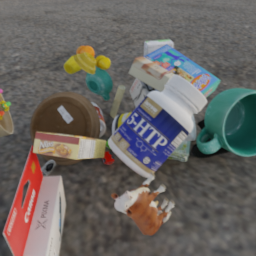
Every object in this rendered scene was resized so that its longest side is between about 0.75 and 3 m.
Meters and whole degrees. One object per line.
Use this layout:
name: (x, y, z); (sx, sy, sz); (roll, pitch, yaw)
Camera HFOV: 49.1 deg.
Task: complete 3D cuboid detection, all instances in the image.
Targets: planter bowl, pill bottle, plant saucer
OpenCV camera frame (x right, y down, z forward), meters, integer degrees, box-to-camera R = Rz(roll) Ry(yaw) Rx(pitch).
planter bowl: (-1.386, -2.290, 9.559); (0.920, 0.383, 0.920); (38, 24, -20)
pill bottle: (0.826, 0.065, 8.896); (2.445, 1.369, 1.369); (-10, 30, 23)
pill bottle: (0.786, -0.082, 7.238); (2.463, 1.474, 1.474); (-50, 44, 4)
planter bowl: (-4.452, -0.550, 7.823); (1.499, 2.227, 2.227); (-24, 39, -9)
pill bottle: (-1.368, -0.342, 10.612); (0.859, 0.859, 1.531); (-7, 35, -10)
plant saucer: (-2.073, -0.002, 8.910); (2.392, 2.392, 0.352); (7, -4, 10)

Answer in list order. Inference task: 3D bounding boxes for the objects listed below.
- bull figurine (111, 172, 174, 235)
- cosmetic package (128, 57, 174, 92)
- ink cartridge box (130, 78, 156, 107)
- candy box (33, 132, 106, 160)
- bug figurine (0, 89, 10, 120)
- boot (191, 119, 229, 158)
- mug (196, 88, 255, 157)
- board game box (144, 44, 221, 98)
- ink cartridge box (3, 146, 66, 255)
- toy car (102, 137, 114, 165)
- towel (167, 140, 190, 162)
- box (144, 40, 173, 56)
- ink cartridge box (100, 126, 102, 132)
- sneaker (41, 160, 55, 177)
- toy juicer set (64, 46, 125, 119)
bull figurine: (0.376, 1.703, 6.209); (1.116, 1.838, 0.598); (-39, 43, -13)
cosmetic package: (0.779, -1.731, 9.050); (1.316, 0.574, 0.680); (33, 29, 13)
ink cartridge box: (0.591, -1.302, 10.613); (0.576, 1.001, 1.729); (-7, 62, -25)
candy box: (-1.361, 0.455, 6.987); (1.087, 0.521, 1.883); (6, -2, 14)
bug figurine: (-3.985, -0.795, 8.474); (0.280, 1.087, 0.843); (-19, 20, 25)
boot: (2.800, 0.271, 9.680); (1.700, 0.629, 1.393); (-9, 46, -8)
mug: (3.008, -0.233, 8.125); (2.240, 1.841, 1.385); (1, 13, -15)
board game box: (1.734, -1.859, 10.089); (2.556, 0.575, 1.944); (40, 52, 19)
ink cartridge box: (-1.875, 1.924, 6.129); (0.543, 2.141, 2.430); (-3, 35, -3)
toy car: (-0.772, 0.721, 9.547); (1.351, 0.301, 1.271); (22, 39, 27)
towel: (1.492, 0.537, 9.749); (1.302, 0.366, 1.521); (9, 35, 12)
box: (1.697, -4.184, 15.830); (1.521, 1.342, 0.736); (-8, 35, -11)
ink cartridge box: (-1.337, -0.082, 9.404); (0.894, 0.341, 0.610); (36, 10, -9)
sneaker: (-2.440, 1.285, 8.087); (0.327, 0.359, 0.876); (37, 71, -11)
toy juicer set: (-0.972, -1.931, 10.728); (2.947, 1.875, 0.802); (46, 48, -6)
